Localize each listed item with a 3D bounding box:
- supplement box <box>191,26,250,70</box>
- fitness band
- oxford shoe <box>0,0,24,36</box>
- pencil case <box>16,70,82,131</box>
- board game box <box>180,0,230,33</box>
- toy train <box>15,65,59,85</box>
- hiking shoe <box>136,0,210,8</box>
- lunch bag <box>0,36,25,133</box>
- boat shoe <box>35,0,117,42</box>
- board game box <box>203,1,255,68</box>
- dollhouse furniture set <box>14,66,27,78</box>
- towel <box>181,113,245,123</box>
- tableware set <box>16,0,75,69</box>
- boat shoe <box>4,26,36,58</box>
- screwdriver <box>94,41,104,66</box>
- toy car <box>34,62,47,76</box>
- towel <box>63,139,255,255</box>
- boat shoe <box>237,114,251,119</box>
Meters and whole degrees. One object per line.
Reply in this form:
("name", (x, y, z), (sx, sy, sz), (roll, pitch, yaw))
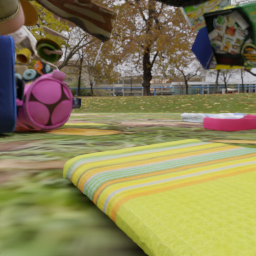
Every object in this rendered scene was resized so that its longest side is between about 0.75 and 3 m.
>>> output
("supplement box", (3.455, -2.786, 9.391), (2.159, 1.182, 1.175), (-6, -38, -19))
("fitness band", (2.610, -0.113, 6.815), (1.334, 0.348, 1.857), (-3, 3, -7))
("oxford shoe", (-2.313, -2.603, 4.216), (0.956, 2.701, 0.997), (-27, -25, -25))
("pencil case", (-2.394, -0.627, 6.846), (1.264, 1.304, 2.785), (10, -4, -41))
("board game box", (1.784, -3.627, 7.162), (1.219, 1.197, 2.324), (-28, -12, 19))
("toy train", (-3.726, -1.652, 11.164), (2.244, 1.279, 0.956), (-22, -26, -9))
("hiking shoe", (0.486, -3.284, 5.954), (2.984, 1.130, 1.502), (5, 33, 0))
("lunch bag", (-3.036, -0.818, 5.246), (1.822, 1.871, 2.754), (-3, 7, -38))
("boat shoe", (-1.310, -3.019, 6.678), (2.529, 0.934, 0.957), (17, 21, -45))
("board game box", (2.204, -1.632, 4.983), (0.260, 1.160, 2.214), (-26, 23, -12))
("dollhouse furniture set", (-4.466, -1.412, 10.787), (2.767, 2.371, 2.910), (1, 4, 15))
("towel", (3.803, -0.404, 11.039), (2.934, 0.349, 2.155), (0, 4, -11))
("tableware set", (-2.667, -2.883, 8.189), (1.906, 0.434, 2.829), (24, -40, -16))
("boat shoe", (-3.568, -3.012, 8.963), (0.741, 0.725, 2.093), (-28, -28, 9))
("screwdriver", (-0.803, -2.463, 8.321), (0.199, 1.425, 0.207), (6, -23, 43))
("toy car", (-3.017, -2.175, 10.068), (0.392, 0.577, 1.177), (-3, 14, 7))
("towel", (0.555, 0.326, 0.892), (1.060, 0.222, 2.463), (-7, 7, -24))
("boat shoe", (3.749, -0.273, 8.040), (1.586, 0.452, 0.530), (3, 5, 39))
